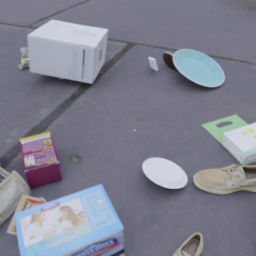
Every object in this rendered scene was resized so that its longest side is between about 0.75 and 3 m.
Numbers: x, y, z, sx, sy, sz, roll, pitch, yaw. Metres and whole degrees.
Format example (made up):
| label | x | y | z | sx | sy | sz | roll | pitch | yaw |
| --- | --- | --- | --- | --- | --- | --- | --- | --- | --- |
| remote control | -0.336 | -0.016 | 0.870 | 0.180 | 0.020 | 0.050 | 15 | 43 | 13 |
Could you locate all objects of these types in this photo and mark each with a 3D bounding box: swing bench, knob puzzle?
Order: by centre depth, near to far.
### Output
| label | x | y | z | sx | sy | sz | roll | pitch | yaw |
| --- | --- | --- | --- | --- | --- | --- | --- | --- | --- |
| knob puzzle | -2.117 | 2.059 | 6.366 | 1.054 | 1.054 | 0.146 | -33 | 25 | -35 |
| swing bench | -3.382 | 1.653 | 6.870 | 1.327 | 0.861 | 1.320 | 17 | 41 | 20 |

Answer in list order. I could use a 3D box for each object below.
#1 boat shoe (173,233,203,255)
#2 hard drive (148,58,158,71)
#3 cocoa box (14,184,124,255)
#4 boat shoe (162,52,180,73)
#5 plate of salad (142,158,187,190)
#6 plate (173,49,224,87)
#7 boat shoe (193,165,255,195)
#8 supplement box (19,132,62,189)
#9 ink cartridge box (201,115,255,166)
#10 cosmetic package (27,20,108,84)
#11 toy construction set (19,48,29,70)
| label | x | y | z | sx | sy | sz | roll | pitch | yaw |
| --- | --- | --- | --- | --- | --- | --- | --- | --- | --- |
| boat shoe | 1.139 | 2.746 | 5.804 | 0.498 | 0.449 | 1.381 | 28 | 46 | 31 |
| hard drive | 1.141 | -2.911 | 12.759 | 0.104 | 0.513 | 0.777 | -22 | 24 | -6 |
| cocoa box | -1.164 | 2.261 | 5.760 | 1.912 | 1.255 | 1.275 | -16 | 41 | -19 |
| boat shoe | 2.357 | -3.000 | 13.002 | 0.648 | 0.647 | 1.752 | -24 | 56 | -32 |
| plate of salad | 0.993 | 1.271 | 7.723 | 1.290 | 0.310 | 1.290 | 14 | 28 | -8 |
| plate | 3.031 | -2.553 | 12.204 | 2.442 | 0.312 | 2.442 | 11 | 49 | -13 |
| boat shoe | 2.847 | 1.278 | 7.447 | 2.161 | 0.702 | 0.779 | 2 | 38 | 4 |
| supplement box | -2.474 | 0.884 | 7.934 | 0.923 | 0.727 | 1.409 | -13 | 40 | -17 |
| ink cartridge box | 3.657 | 0.162 | 9.066 | 1.575 | 0.519 | 2.165 | -15 | 42 | -18 |
| cosmetic package | -2.517 | -3.391 | 12.239 | 2.719 | 1.671 | 2.710 | 12 | 34 | 1 |
| toy construction set | -4.770 | -3.291 | 13.394 | 0.880 | 0.618 | 1.342 | -10 | 50 | -11 |
